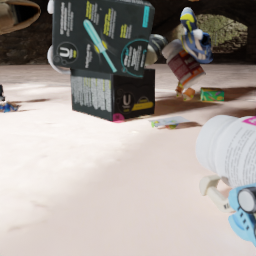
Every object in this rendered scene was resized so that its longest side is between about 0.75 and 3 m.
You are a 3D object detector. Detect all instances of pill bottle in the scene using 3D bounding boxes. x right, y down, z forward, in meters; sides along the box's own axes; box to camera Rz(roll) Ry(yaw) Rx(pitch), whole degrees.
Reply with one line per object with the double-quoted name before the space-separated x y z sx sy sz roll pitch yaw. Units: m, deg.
"pill bottle" 1.866 0.448 3.677 1.079 1.079 1.904 -8 17 -28
"pill bottle" 1.405 -1.638 7.161 0.652 1.142 0.652 -32 -7 -4

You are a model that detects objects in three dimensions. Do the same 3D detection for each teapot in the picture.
"teapot" -1.525 -3.616 9.150 2.123 2.906 2.869 3 -20 -23

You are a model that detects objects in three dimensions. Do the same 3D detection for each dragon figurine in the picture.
"dragon figurine" -4.019 -0.635 9.204 0.833 0.414 0.245 -22 21 -8

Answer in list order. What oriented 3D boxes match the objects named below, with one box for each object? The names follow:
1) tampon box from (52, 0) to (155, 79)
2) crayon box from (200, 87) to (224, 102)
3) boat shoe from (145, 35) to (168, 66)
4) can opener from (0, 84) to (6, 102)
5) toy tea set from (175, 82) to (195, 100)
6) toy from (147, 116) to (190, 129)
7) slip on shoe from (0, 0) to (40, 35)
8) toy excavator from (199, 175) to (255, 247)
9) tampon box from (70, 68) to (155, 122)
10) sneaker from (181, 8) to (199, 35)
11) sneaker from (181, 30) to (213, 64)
"tampon box" -0.485 -1.862 5.473 1.751 1.312 1.105 8 28 -4
"crayon box" 3.496 -1.423 11.750 0.833 0.409 1.403 3 16 9
"boat shoe" 0.246 -2.761 9.883 0.936 0.995 2.770 -51 34 -16
"can opener" -4.897 -1.081 9.857 0.604 0.757 2.263 -2 15 -7
"toy tea set" 2.323 -1.479 11.895 0.863 0.537 1.451 35 1 5
"toy" 1.067 -0.106 7.318 0.993 0.235 0.572 -5 19 -21
"slip on shoe" -3.608 -3.106 7.798 0.871 1.093 2.875 0 21 25
"toy excavator" 1.277 0.899 3.180 0.537 1.075 1.045 -6 61 -23
"tampon box" -0.527 -1.170 8.847 1.724 1.452 2.300 -12 20 -38
"sneaker" 1.482 -2.404 6.601 0.347 0.939 0.386 -6 57 20
"sneaker" 1.777 -1.914 6.666 0.528 0.475 1.284 -22 -22 36
